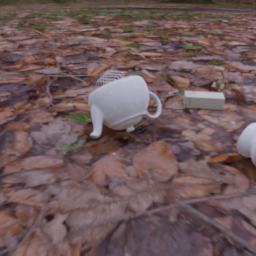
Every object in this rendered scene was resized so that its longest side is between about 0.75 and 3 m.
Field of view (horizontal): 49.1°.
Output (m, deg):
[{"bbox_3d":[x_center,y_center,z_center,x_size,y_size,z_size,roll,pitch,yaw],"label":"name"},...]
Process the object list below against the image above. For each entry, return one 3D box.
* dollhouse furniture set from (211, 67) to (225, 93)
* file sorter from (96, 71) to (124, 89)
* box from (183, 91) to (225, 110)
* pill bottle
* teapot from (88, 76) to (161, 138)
[{"bbox_3d":[4.370,-2.348,13.790,0.553,1.250,0.648,21,61,30],"label":"dollhouse furniture set"},{"bbox_3d":[-0.856,-2.049,13.524,1.046,0.939,1.508,7,32,13],"label":"file sorter"},{"bbox_3d":[3.355,-1.227,12.485,1.708,0.584,0.702,5,31,7],"label":"box"},{"bbox_3d":[4.605,0.818,8.324,1.373,1.373,2.371,-20,35,-30],"label":"pill bottle"},{"bbox_3d":[-0.152,-0.706,10.112,2.381,1.739,2.350,-22,-2,14],"label":"teapot"}]
